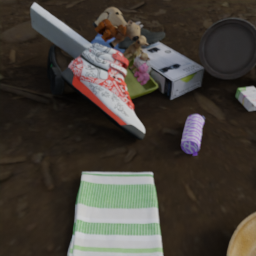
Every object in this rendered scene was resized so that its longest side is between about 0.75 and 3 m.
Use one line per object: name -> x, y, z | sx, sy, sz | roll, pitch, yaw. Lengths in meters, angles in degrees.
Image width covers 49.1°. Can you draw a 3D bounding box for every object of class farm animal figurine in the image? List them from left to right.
farm animal figurine -> 0.088, -2.518, 8.267 | 1.097, 2.182, 1.762 | -39, 29, 10

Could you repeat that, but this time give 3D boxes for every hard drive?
hard drive -> -2.117, -2.955, 9.238 | 2.298, 1.516, 0.302 | 35, 78, -12

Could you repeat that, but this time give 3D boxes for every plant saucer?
plant saucer -> -0.299, -1.467, 9.061 | 1.883, 0.451, 1.886 | -21, 55, -19
plant saucer -> 3.062, 2.701, 4.545 | 2.961, 0.524, 2.961 | 0, 42, 0

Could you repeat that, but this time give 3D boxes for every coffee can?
coffee can -> 3.333, -2.489, 8.838 | 1.683, 1.683, 2.300 | 21, 23, 21

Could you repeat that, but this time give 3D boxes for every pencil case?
pencil case -> 1.718, 0.154, 7.423 | 0.498, 0.507, 1.187 | -14, 33, 34

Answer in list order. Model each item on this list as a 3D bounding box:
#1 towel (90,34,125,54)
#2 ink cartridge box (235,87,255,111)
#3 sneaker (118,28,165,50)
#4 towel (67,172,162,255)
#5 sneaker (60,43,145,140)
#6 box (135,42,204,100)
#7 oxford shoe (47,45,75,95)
towel -> -0.760, -3.149, 10.972 | 1.362, 0.592, 2.439 | 11, 42, 11
ink cartridge box -> 3.829, -0.838, 8.592 | 0.589, 0.338, 1.006 | -8, 42, -11
sneaker -> 0.441, -3.223, 9.742 | 1.720, 0.781, 0.653 | -11, 11, -7
towel -> -0.254, 1.862, 5.668 | 1.789, 0.274, 2.345 | 0, 42, -1
sneaker -> -0.326, -1.116, 7.630 | 2.969, 0.991, 1.591 | 40, 84, 16
box -> 1.220, -2.062, 9.651 | 1.422, 0.733, 2.438 | -24, 48, -24
oxford shoe -> -2.160, -1.961, 9.545 | 1.119, 0.963, 2.651 | -3, 44, -24
